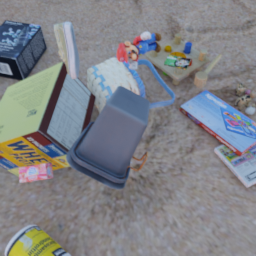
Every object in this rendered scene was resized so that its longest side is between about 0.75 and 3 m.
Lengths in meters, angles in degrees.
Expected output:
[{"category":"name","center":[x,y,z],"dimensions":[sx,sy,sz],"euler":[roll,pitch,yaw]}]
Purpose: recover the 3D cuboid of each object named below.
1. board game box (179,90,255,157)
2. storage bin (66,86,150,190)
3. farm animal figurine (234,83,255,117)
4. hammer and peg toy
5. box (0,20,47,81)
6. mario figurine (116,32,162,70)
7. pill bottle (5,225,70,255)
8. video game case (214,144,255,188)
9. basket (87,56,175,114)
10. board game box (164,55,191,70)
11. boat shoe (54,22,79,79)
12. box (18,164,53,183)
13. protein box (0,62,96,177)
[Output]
[{"category":"board game box","center":[3.529,-0.286,10.617],"dimensions":[1.527,0.288,2.967],"euler":[-32,54,-21]},{"category":"storage bin","center":[-0.167,0.089,6.539],"dimensions":[1.679,1.549,2.307],"euler":[28,22,-4]},{"category":"farm animal figurine","center":[4.757,-1.240,11.243],"dimensions":[1.280,0.675,1.294],"euler":[-37,61,-25]},{"category":"hammer and peg toy","center":[2.510,-2.811,12.221],"dimensions":[2.189,1.050,2.976],"euler":[-33,60,-24]},{"category":"box","center":[-5.078,-3.495,12.557],"dimensions":[1.811,1.307,2.441],"euler":[11,54,8]},{"category":"mario figurine","center":[0.315,-1.977,7.248],"dimensions":[1.296,0.800,0.687],"euler":[-25,15,-16]},{"category":"pill bottle","center":[-2.174,3.555,7.337],"dimensions":[1.972,1.105,1.105],"euler":[31,59,21]},{"category":"video game case","center":[4.278,1.008,9.747],"dimensions":[1.875,0.207,1.706],"euler":[-22,51,-15]},{"category":"basket","center":[0.017,-1.572,10.665],"dimensions":[2.877,2.001,2.536],"euler":[-17,53,-16]},{"category":"board game box","center":[1.748,-2.337,9.960],"dimensions":[0.861,0.101,0.451],"euler":[20,72,26]},{"category":"boat shoe","center":[-1.648,-2.078,7.608],"dimensions":[0.471,1.520,0.547],"euler":[-1,27,6]},{"category":"box","center":[-2.421,1.183,7.361],"dimensions":[0.785,0.371,0.403],"euler":[-10,80,10]},{"category":"protein box","center":[-2.821,-0.177,9.045],"dimensions":[2.689,1.828,2.709],"euler":[-16,47,28]}]
